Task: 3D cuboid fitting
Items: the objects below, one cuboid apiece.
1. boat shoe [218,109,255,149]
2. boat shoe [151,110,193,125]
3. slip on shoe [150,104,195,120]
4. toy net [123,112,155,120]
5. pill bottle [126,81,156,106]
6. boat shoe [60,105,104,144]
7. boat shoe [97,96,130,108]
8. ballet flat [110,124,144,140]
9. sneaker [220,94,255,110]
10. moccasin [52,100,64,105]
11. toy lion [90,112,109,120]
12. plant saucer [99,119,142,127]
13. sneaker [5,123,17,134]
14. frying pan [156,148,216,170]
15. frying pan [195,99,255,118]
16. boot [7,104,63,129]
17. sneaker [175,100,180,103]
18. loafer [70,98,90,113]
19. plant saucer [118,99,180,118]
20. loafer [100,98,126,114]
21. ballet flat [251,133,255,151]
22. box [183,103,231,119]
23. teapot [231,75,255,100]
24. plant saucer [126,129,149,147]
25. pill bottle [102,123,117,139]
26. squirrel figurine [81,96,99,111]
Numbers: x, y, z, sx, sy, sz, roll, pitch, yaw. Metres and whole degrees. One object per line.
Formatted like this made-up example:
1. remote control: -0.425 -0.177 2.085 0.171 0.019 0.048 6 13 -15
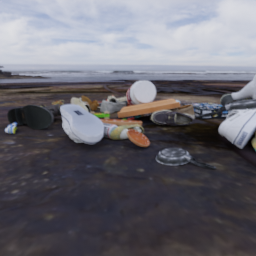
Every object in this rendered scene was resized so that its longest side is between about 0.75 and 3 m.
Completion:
1. boat shoe: 3.650 -0.212 8.968 0.942 1.060 2.881 31 24 23
2. boat shoe: 1.790 -0.391 11.144 1.679 0.604 0.544 6 -1 -9
3. slip on shoe: 1.979 -0.659 12.430 2.196 0.665 0.835 -4 13 -18
4. toy net: 0.470 -0.602 12.188 1.585 0.306 0.831 -12 3 25
5. pill bottle: 0.673 -1.764 14.829 1.324 1.324 2.319 -2 0 -8
6. boat shoe: -1.478 0.022 8.868 0.976 0.867 2.653 -6 24 -23
7. boat shoe: -0.775 -1.505 16.204 2.399 0.751 0.854 -2 14 -2
8. ballet flat: 0.011 0.150 9.295 0.487 0.487 1.379 11 16 41
9. sneaker: 6.428 -1.219 14.622 2.921 1.092 1.551 -5 18 12
10. moccasin: -3.608 -1.096 14.389 0.661 0.698 1.807 -1 12 -5
11. toy lion: -1.410 -0.582 13.026 1.073 0.369 1.029 -1 4 -5
12. plant saucer: -0.368 -0.144 10.501 1.760 0.284 1.760 3 4 0
13. sneaker: -4.240 0.005 10.209 0.350 0.315 0.851 -4 12 -9
14. frying pan: 1.294 0.780 6.879 0.899 0.242 1.487 -13 17 -26
15. frying pan: 4.018 -0.780 10.758 2.709 0.441 1.639 -5 5 20
16. boot: -3.420 -0.658 11.815 2.708 0.937 2.357 5 14 34
17. sneaker: 2.712 -1.330 16.361 1.096 0.405 0.449 -18 27 -32
18. loafer: -2.056 -0.674 12.083 0.871 0.965 2.550 0 21 -8
19. plant saucer: 0.911 -0.912 12.684 2.834 0.457 2.834 -11 4 1
20. loafer: -0.724 -1.239 14.930 0.740 0.738 2.115 8 14 26
21. ballet flat: 3.995 0.266 8.151 0.699 0.699 1.977 5 13 24
22. box: 3.870 -0.863 13.794 1.682 0.487 2.116 -3 13 -14
23. teapot: 7.152 -1.593 13.237 2.957 2.996 2.188 -35 -17 -16
24. plant saucer: 0.281 0.318 8.318 0.760 0.123 0.760 28 23 -13
25. pill bottle: -0.731 0.085 9.442 0.814 0.471 0.471 12 17 43
26. squirrel figurine: -2.185 -1.224 15.319 1.135 0.803 1.059 13 0 -8
